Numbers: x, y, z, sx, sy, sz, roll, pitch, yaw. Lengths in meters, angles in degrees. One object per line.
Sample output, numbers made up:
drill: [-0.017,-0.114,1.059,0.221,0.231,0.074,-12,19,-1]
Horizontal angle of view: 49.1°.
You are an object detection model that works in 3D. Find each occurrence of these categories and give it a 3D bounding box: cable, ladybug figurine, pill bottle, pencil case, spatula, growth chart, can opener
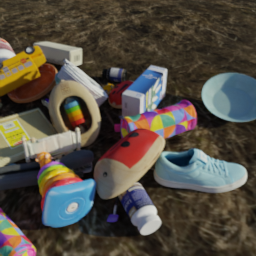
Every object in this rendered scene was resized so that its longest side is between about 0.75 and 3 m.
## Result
cable: [-1.841,-1.711,11.374,0.756,2.184,2.184,-50,30,7]
ladybug figurine: [-0.152,-1.511,12.260,1.282,0.680,1.889,17,41,20]
pill bottle: [-6.336,-3.363,13.969,1.481,1.481,2.702,-19,42,-23]
pill bottle: [-0.661,-2.587,13.649,1.144,0.640,0.640,9,39,11]
pill bottle: [0.312,2.169,7.558,0.744,0.744,1.285,-16,41,-19]
pencil case: [-3.048,2.722,6.854,0.800,0.800,1.810,-32,47,-34]
spatula: [-0.361,2.274,7.933,0.279,0.101,0.986,0,37,12]
ladybug figurine: [-1.886,-0.522,9.944,1.657,2.442,0.878,-18,7,-5]
ladybug figurine: [-0.002,0.877,8.258,1.029,1.942,2.862,52,45,-4]
growth chart: [-2.374,0.598,8.908,1.930,1.397,0.171,-13,53,-28]
can opener: [-2.535,1.160,8.613,2.942,0.984,0.785,-7,39,-16]
pencil case: [1.040,-0.158,10.160,2.878,1.272,1.272,-14,40,-19]

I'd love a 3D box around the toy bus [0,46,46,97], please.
toy bus: [-4.898,-2.457,12.223,2.803,0.912,1.097,-32,73,-15]

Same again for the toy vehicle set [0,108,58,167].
toy vehicle set: [-3.809,0.316,9.434,2.580,0.342,1.603,-23,62,-37]

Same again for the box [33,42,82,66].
box: [-3.784,-3.975,15.046,2.543,0.869,1.045,18,29,25]

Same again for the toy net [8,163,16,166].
toy net: [-4.160,1.107,9.259,0.706,0.260,1.346,-30,50,-21]

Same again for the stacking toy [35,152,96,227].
stacking toy: [-2.076,1.453,7.934,1.403,1.327,2.417,-7,35,-36]

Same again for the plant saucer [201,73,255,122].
plant saucer: [4.318,-1.161,11.478,2.607,0.502,2.607,-4,55,5]

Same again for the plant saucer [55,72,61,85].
plant saucer: [-2.256,-1.504,11.863,2.130,0.410,2.130,35,27,-21]

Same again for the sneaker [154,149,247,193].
sneaker: [2.227,1.207,8.430,2.849,1.167,1.053,-1,39,-1]

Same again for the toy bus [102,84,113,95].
toy bus: [-1.013,-1.685,12.750,0.290,0.349,0.891,19,42,23]

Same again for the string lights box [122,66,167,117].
string lights box: [0.697,-1.335,11.456,0.801,1.397,2.718,18,42,21]

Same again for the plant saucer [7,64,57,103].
plant saucer: [-4.288,-2.000,12.674,2.401,0.387,2.401,-9,50,11]

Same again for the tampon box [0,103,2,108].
tampon box: [-6.087,-1.038,10.232,1.607,2.144,1.354,12,63,14]

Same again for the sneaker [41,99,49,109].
sneaker: [-3.321,-1.055,11.991,0.435,0.304,0.875,-29,46,-32]
